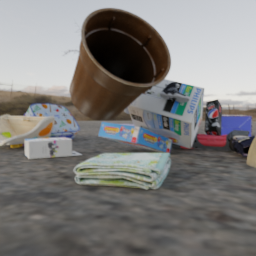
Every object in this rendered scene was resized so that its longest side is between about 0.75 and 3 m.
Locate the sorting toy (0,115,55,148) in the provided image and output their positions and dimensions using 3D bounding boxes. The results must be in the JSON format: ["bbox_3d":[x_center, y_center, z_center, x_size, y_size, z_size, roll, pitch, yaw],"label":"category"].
[{"bbox_3d":[-4.566,0.274,11.160,2.469,1.319,2.223,3,12,22],"label":"sorting toy"}]

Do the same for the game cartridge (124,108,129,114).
[{"bbox_3d":[0.885,-1.270,13.811,2.169,1.444,0.450,-2,31,-3],"label":"game cartridge"}]

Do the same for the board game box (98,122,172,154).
[{"bbox_3d":[0.250,0.342,9.569,1.824,0.510,1.786,8,-9,43],"label":"board game box"}]

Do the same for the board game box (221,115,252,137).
[{"bbox_3d":[5.554,-0.080,15.726,2.097,1.274,2.630,1,3,12],"label":"board game box"}]

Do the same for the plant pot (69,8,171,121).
[{"bbox_3d":[-0.438,-1.443,7.368,2.290,2.290,2.267,-2,-24,-28],"label":"plant pot"}]

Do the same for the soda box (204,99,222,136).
[{"bbox_3d":[3.323,-0.363,10.899,0.487,1.538,0.544,-14,-45,33],"label":"soda box"}]

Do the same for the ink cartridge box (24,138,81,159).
[{"bbox_3d":[-2.439,0.631,9.147,1.677,0.569,0.965,-2,3,-27],"label":"ink cartridge box"}]

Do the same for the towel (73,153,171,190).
[{"bbox_3d":[-0.020,0.839,6.082,1.720,0.484,2.010,2,3,15],"label":"towel"}]

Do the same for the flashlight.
[{"bbox_3d":[2.937,0.376,10.319,2.806,0.954,0.950,1,1,29],"label":"flashlight"}]

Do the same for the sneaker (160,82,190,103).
[{"bbox_3d":[1.451,-1.090,8.420,0.917,0.522,0.346,14,-22,23],"label":"sneaker"}]

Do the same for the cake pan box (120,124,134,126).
[{"bbox_3d":[-0.095,0.140,16.909,2.507,0.712,2.722,0,3,6],"label":"cake pan box"}]

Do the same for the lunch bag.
[{"bbox_3d":[-3.676,-0.173,13.570,0.961,2.038,2.544,-45,-20,28],"label":"lunch bag"}]

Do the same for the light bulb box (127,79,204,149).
[{"bbox_3d":[1.338,-0.527,9.597,2.152,1.343,2.133,17,-21,19],"label":"light bulb box"}]

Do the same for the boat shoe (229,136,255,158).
[{"bbox_3d":[4.412,0.626,8.930,2.093,0.781,0.970,-5,13,0],"label":"boat shoe"}]

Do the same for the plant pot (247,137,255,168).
[{"bbox_3d":[4.026,0.460,7.375,1.648,1.107,1.648,0,2,0],"label":"plant pot"}]
